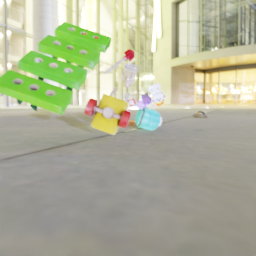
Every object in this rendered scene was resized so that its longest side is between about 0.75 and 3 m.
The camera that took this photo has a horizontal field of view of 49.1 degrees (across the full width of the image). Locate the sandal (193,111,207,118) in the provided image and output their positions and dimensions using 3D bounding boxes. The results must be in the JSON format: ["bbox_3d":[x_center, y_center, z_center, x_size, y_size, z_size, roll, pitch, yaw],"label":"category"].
[{"bbox_3d":[3.677,-0.690,14.298,0.510,0.341,1.248,0,5,-3],"label":"sandal"}]

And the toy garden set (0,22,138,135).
[{"bbox_3d":[-0.887,-1.095,5.949,2.404,0.575,2.884,19,44,3],"label":"toy garden set"}]

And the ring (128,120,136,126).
[{"bbox_3d":[-0.346,-0.160,9.371,1.589,0.153,1.589,0,4,0],"label":"ring"}]

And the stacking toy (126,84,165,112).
[{"bbox_3d":[0.107,-0.572,7.958,2.005,0.471,1.512,-22,-4,3],"label":"stacking toy"}]

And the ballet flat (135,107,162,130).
[{"bbox_3d":[0.599,-0.237,8.118,0.697,0.667,1.982,20,6,-3],"label":"ballet flat"}]
